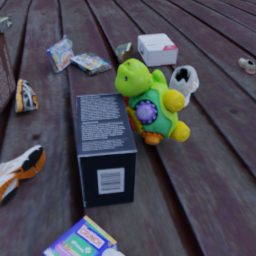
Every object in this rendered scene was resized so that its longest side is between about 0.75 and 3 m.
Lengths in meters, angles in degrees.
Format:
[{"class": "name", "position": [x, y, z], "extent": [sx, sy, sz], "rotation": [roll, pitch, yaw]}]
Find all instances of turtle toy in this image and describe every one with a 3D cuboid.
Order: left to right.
[{"class": "turtle toy", "position": [0.515, -0.673, 7.763], "extent": [1.393, 2.756, 2.009], "rotation": [-28, 37, -12]}]

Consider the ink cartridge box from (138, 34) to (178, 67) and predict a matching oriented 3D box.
[{"class": "ink cartridge box", "position": [1.325, -3.622, 12.989], "extent": [1.395, 0.809, 1.890], "rotation": [-7, 37, -8]}]

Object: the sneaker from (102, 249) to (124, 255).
[{"class": "sneaker", "position": [0.224, 3.292, 4.161], "extent": [1.470, 1.152, 2.958], "rotation": [-37, 42, -29]}]

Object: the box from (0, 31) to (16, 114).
[{"class": "box", "position": [-5.353, -1.689, 9.007], "extent": [2.369, 2.393, 2.884], "rotation": [-2, 30, -4]}]

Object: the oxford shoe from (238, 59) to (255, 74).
[{"class": "oxford shoe", "position": [5.237, -2.813, 12.259], "extent": [0.427, 0.446, 1.208], "rotation": [-7, 39, -9]}]

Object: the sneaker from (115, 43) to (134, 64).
[{"class": "sneaker", "position": [-0.304, -3.425, 13.050], "extent": [0.732, 0.547, 1.631], "rotation": [-1, 41, 24]}]

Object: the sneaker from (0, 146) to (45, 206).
[{"class": "sneaker", "position": [-2.979, 1.046, 7.182], "extent": [0.896, 0.737, 1.948], "rotation": [14, 39, 23]}]

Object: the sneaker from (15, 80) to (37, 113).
[{"class": "sneaker", "position": [-3.625, -1.104, 10.001], "extent": [0.706, 0.715, 1.827], "rotation": [3, 38, -21]}]

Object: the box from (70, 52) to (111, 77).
[{"class": "box", "position": [-1.664, -2.847, 12.395], "extent": [1.100, 0.304, 1.611], "rotation": [-29, 46, -31]}]

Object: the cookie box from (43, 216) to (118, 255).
[{"class": "cookie box", "position": [-0.927, 2.473, 5.566], "extent": [0.958, 0.421, 1.120], "rotation": [28, 45, 33]}]

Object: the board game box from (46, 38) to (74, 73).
[{"class": "board game box", "position": [-2.921, -3.168, 12.248], "extent": [0.256, 1.008, 1.489], "rotation": [0, 37, 23]}]

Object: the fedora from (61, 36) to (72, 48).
[{"class": "fedora", "position": [-2.979, -3.723, 13.152], "extent": [0.546, 1.069, 1.209], "rotation": [21, 52, -21]}]

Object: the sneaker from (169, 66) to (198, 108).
[{"class": "sneaker", "position": [2.130, -1.856, 10.417], "extent": [1.000, 1.215, 2.641], "rotation": [13, 40, 13]}]

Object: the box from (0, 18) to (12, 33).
[{"class": "box", "position": [-4.635, -3.439, 9.318], "extent": [1.139, 0.315, 1.422], "rotation": [-2, 28, -8]}]

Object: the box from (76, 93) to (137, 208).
[{"class": "box", "position": [-0.598, 0.473, 7.029], "extent": [1.250, 1.733, 2.335], "rotation": [-5, 38, -7]}]
